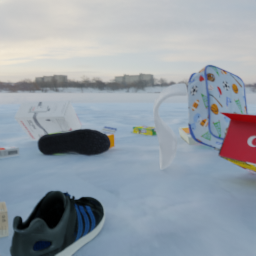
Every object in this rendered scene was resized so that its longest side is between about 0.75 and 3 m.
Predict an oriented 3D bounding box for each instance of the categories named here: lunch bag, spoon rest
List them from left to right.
[{"bbox_3d":[0.941,0.011,7.170,0.730,2.409,1.197,6,35,1],"label":"spoon rest"},{"bbox_3d":[3.099,-0.567,9.425,2.261,2.821,1.066,16,-22,-28],"label":"lunch bag"}]

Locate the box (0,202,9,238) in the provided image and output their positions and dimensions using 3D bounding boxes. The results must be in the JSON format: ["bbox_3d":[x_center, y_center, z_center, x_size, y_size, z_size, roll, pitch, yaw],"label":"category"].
[{"bbox_3d":[-2.278,1.400,4.029,0.993,0.386,0.472,-4,9,-30],"label":"box"}]

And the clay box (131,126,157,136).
[{"bbox_3d":[0.884,0.113,13.767,1.455,0.346,0.836,9,11,44],"label":"clay box"}]

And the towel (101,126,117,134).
[{"bbox_3d":[-0.899,0.225,12.002,0.633,0.103,0.862,11,35,14],"label":"towel"}]

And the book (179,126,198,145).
[{"bbox_3d":[2.850,0.220,11.252,1.272,0.458,1.904,-11,8,2],"label":"book"}]

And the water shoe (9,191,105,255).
[{"bbox_3d":[-0.826,1.218,3.915,0.705,0.778,1.971,2,8,14],"label":"water shoe"}]

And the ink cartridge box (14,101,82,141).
[{"bbox_3d":[-3.149,-0.237,11.208,2.119,1.552,0.877,-1,51,14],"label":"ink cartridge box"}]

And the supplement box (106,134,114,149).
[{"bbox_3d":[-1.294,0.495,10.246,1.372,0.504,0.864,4,10,31],"label":"supplement box"}]

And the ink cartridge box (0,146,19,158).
[{"bbox_3d":[-4.327,0.747,9.253,1.021,0.316,1.259,-6,13,-43],"label":"ink cartridge box"}]

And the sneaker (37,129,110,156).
[{"bbox_3d":[-1.813,0.406,9.523,2.511,0.901,1.040,1,8,5],"label":"sneaker"}]

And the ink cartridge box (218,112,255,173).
[{"bbox_3d":[3.232,0.512,5.833,2.044,0.976,2.328,24,-8,-35],"label":"ink cartridge box"}]
